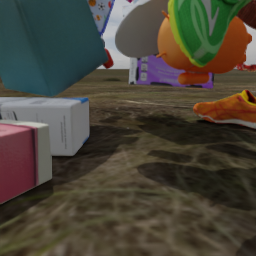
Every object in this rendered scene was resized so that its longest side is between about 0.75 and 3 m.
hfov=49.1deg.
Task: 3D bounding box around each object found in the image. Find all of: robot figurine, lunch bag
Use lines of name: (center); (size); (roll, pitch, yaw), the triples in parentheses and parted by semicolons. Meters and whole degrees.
robot figurine: (1.279, -1.499, 4.825); (1.801, 1.050, 1.296); (-2, -30, -28)
lunch bag: (-1.511, -4.065, 9.298); (1.916, 1.629, 1.187); (18, 0, -5)

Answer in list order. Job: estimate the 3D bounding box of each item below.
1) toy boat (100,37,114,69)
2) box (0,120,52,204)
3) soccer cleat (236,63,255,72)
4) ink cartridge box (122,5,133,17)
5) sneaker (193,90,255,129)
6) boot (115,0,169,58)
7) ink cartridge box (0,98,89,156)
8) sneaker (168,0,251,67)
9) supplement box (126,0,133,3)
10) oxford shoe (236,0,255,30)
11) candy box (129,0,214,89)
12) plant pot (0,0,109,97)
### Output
toy boat: (-0.025, -3.484, 10.583); (2.937, 1.365, 2.469); (-32, 42, 2)
box: (-1.909, 0.452, 3.634); (1.020, 0.869, 1.596); (5, 12, 24)
soccer cleat: (3.977, -2.008, 9.349); (0.335, 0.270, 0.786); (23, -1, -41)
ink cartridge box: (0.286, -4.220, 10.157); (0.987, 0.201, 0.989); (-6, 41, 3)
sneaker: (3.336, -0.642, 8.705); (1.047, 1.107, 2.869); (-12, 15, -42)
boot: (0.927, -2.631, 5.398); (2.925, 1.076, 1.398); (-33, 34, 27)
ink cartridge box: (-2.188, -0.108, 6.077); (2.428, 1.022, 1.755); (1, 11, 3)
sneaker: (1.199, -1.779, 3.094); (0.851, 2.297, 0.960); (28, -5, -34)
supplement box: (0.108, -3.549, 6.874); (0.400, 0.774, 0.392); (49, 22, 16)
oxford shoe: (3.598, -2.866, 6.854); (2.211, 0.816, 0.783); (18, -21, -4)
candy box: (1.394, -2.759, 8.721); (2.493, 2.973, 1.063); (1, 7, -11)
plant pot: (-2.152, -2.565, 6.547); (2.040, 2.887, 2.039); (13, 42, 35)
